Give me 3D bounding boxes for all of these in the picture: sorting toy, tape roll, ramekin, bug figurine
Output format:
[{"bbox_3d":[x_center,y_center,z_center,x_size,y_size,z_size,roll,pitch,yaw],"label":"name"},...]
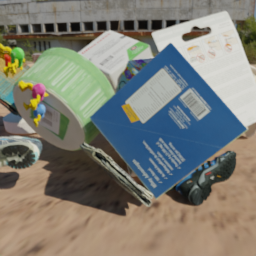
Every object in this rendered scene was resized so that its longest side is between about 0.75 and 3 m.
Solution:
[{"bbox_3d":[3.546,-0.796,9.028,1.319,2.222,2.469,-32,52,-22],"label":"sorting toy"},{"bbox_3d":[-3.457,-0.400,10.680,2.452,0.448,2.452,-5,20,2],"label":"tape roll"},{"bbox_3d":[-1.594,-0.576,6.860,2.433,2.433,1.188,10,46,30],"label":"ramekin"},{"bbox_3d":[-2.104,-0.940,5.735,0.464,1.802,1.397,-31,5,-24],"label":"bug figurine"}]

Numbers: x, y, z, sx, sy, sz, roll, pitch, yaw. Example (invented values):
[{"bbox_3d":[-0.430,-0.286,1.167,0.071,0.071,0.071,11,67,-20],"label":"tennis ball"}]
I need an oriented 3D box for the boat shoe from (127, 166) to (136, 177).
[{"bbox_3d":[-0.033,0.234,6.776,0.684,1.959,0.694,-14,-13,-18],"label":"boat shoe"}]

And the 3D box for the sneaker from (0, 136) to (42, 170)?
[{"bbox_3d":[-2.492,0.475,5.494,1.661,0.644,0.717,2,18,4],"label":"sneaker"}]

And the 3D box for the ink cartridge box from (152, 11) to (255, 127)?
[{"bbox_3d":[1.904,-1.140,6.801,2.275,2.842,0.672,-23,2,-20],"label":"ink cartridge box"}]

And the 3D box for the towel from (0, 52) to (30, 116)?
[{"bbox_3d":[-3.598,-1.490,8.627,1.773,0.262,2.417,40,27,-18],"label":"towel"}]

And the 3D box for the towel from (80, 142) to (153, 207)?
[{"bbox_3d":[-0.244,0.781,5.138,0.251,1.401,1.455,-47,15,-11],"label":"towel"}]

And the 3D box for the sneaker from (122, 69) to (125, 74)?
[{"bbox_3d":[0.145,-1.463,8.668,0.360,0.968,0.410,-35,-6,-13],"label":"sneaker"}]

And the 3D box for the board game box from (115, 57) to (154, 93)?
[{"bbox_3d":[0.337,-0.676,7.671,1.143,2.180,1.123,-20,59,-41],"label":"board game box"}]

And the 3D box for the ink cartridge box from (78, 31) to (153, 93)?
[{"bbox_3d":[-0.485,-2.383,9.973,1.738,1.001,2.381,-40,46,-13],"label":"ink cartridge box"}]

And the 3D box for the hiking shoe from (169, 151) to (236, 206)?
[{"bbox_3d":[1.648,0.893,5.917,1.655,0.616,0.718,-29,34,-30],"label":"hiking shoe"}]

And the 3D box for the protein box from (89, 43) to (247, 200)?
[{"bbox_3d":[0.765,-0.137,5.540,2.019,2.005,1.362,-41,-5,14],"label":"protein box"}]
